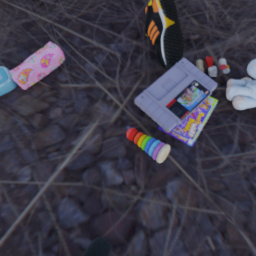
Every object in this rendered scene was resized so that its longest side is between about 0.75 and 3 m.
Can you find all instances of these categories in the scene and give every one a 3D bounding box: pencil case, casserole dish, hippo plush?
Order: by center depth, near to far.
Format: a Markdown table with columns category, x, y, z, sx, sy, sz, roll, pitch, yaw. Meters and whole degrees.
| category | x | y | z | sx | sy | sz | roll | pitch | yaw |
| --- | --- | --- | --- | --- | --- | --- | --- | --- | --- |
| hippo plush | 4.136 | -1.350 | 9.035 | 1.433 | 1.447 | 1.799 | -25 | 61 | -28 |
| casserole dish | -4.895 | -1.566 | 9.933 | 1.879 | 0.365 | 1.138 | -29 | 65 | -17 |
| pencil case | -3.190 | -2.225 | 9.950 | 0.864 | 0.864 | 1.976 | 41 | 74 | 21 |

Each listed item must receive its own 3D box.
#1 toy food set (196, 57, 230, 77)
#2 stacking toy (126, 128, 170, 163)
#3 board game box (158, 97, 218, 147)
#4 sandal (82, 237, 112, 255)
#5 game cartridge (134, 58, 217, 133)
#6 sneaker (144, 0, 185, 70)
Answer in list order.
| category | x | y | z | sx | sy | sz | roll | pitch | yaw |
| --- | --- | --- | --- | --- | --- | --- | --- | --- | --- |
| toy food set | 2.931 | -2.053 | 9.983 | 1.445 | 0.690 | 0.650 | 4 | 56 | 2 |
| stacking toy | 0.540 | 0.475 | 8.659 | 1.451 | 0.620 | 0.620 | 30 | 65 | 23 |
| board game box | 1.990 | -0.439 | 9.253 | 1.226 | 0.408 | 1.823 | 28 | 64 | 15 |
| sandal | -1.163 | 3.669 | 6.935 | 0.767 | 0.488 | 2.041 | 37 | 54 | 20 |
| game cartridge | 1.586 | -1.110 | 9.064 | 2.408 | 0.462 | 1.561 | -42 | 69 | -19 |
| sneaker | 1.246 | -3.511 | 10.626 | 1.043 | 1.341 | 2.981 | 0 | 80 | -33 |
